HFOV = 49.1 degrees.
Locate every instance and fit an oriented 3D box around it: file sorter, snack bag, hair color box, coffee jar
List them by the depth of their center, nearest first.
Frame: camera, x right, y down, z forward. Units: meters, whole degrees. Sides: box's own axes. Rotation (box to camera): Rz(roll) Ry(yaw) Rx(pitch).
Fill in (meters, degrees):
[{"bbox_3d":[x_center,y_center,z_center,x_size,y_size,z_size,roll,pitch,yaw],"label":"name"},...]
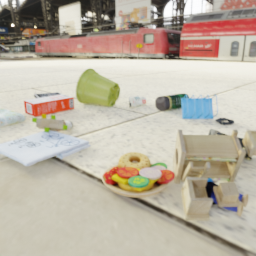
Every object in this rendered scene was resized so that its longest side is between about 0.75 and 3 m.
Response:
[{"bbox_3d":[-2.970,0.658,9.526,2.392,0.272,2.537,13,21,36],"label":"snack bag"},{"bbox_3d":[3.279,-0.987,12.885,1.459,1.013,0.895,-1,-12,-1],"label":"file sorter"},{"bbox_3d":[-4.071,-1.195,14.566,2.281,0.698,1.158,-17,25,-40],"label":"hair color box"},{"bbox_3d":[2.355,-1.392,15.004,1.812,0.773,0.945,-12,12,-33],"label":"coffee jar"}]

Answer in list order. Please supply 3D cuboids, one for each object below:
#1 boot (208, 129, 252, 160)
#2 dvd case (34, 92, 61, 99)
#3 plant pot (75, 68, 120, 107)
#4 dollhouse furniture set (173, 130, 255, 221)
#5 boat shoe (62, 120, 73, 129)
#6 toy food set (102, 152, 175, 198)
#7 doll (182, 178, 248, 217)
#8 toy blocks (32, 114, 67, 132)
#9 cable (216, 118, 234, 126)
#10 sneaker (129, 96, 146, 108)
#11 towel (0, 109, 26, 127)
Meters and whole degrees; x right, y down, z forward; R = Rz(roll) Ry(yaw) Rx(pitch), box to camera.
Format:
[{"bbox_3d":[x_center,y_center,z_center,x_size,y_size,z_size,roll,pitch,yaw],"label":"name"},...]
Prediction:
[{"bbox_3d":[3.149,0.700,8.718,1.453,0.694,1.924,14,29,15],"label":"boot"},{"bbox_3d":[-4.877,-1.893,17.462,1.601,0.263,2.130,-8,20,-26],"label":"dvd case"},{"bbox_3d":[-1.567,-2.099,15.776,1.907,2.074,2.074,20,24,21],"label":"plant pot"},{"bbox_3d":[2.474,1.293,6.741,2.495,1.387,2.207,1,42,1],"label":"dollhouse furniture set"},{"bbox_3d":[-2.682,-0.127,11.869,0.344,0.376,1.006,-19,16,-37],"label":"boat shoe"},{"bbox_3d":[0.249,1.231,7.425,1.846,0.454,1.865,14,22,37],"label":"toy food set"},{"bbox_3d":[1.933,1.563,6.516,1.487,0.360,1.014,13,40,39],"label":"doll"},{"bbox_3d":[-3.004,-0.091,11.110,1.362,0.681,0.931,5,-10,-1],"label":"toy blocks"},{"bbox_3d":[4.399,-0.271,12.579,0.704,0.219,0.863,-4,15,-28],"label":"cable"},{"bbox_3d":[0.565,-1.487,15.652,0.774,0.583,1.656,0,14,17],"label":"sneaker"},{"bbox_3d":[-5.879,-0.464,12.706,1.897,0.457,1.624,14,23,36],"label":"towel"}]
